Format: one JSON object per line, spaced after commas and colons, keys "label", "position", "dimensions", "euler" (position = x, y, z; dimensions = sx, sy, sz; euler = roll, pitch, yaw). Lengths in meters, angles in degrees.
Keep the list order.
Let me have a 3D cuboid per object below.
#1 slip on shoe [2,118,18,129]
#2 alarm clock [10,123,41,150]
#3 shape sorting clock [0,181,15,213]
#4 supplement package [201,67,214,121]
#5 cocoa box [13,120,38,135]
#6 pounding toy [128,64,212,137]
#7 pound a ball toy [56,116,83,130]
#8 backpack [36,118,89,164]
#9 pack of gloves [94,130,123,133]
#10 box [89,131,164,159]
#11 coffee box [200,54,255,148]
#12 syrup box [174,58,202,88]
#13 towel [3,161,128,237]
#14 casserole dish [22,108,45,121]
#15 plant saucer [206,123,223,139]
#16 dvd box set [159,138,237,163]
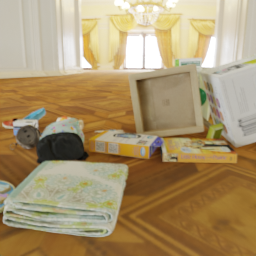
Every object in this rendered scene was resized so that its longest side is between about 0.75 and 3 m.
{"label": "slip on shoe", "position": [-4.928, -0.210, 12.171], "dimensions": [1.466, 0.449, 0.543], "euler": [5, 15, 34]}
{"label": "alarm clock", "position": [-3.539, 0.366, 9.614], "dimensions": [1.182, 0.798, 0.394], "euler": [-35, -18, -6]}
{"label": "shape sorting clock", "position": [-3.546, 1.562, 5.804], "dimensions": [2.283, 0.448, 2.283], "euler": [0, 15, 0]}
{"label": "supplement package", "position": [3.412, -1.742, 13.875], "dimensions": [1.383, 2.495, 1.943], "euler": [5, 16, 19]}
{"label": "cocoa box", "position": [-4.134, -0.012, 11.328], "dimensions": [0.818, 0.536, 0.545], "euler": [1, 15, 4]}
{"label": "pounding toy", "position": [1.824, -0.828, 10.609], "dimensions": [2.985, 2.748, 2.122], "euler": [-7, 6, 11]}
{"label": "pound a ball toy", "position": [-2.360, -0.068, 11.219], "dimensions": [1.085, 0.707, 1.665], "euler": [-2, 16, -7]}
{"label": "backpack", "position": [-1.975, 0.388, 8.735], "dimensions": [1.531, 1.161, 1.835], "euler": [-3, 13, -3]}
{"label": "pack of gloves", "position": [-0.780, 0.210, 11.374], "dimensions": [0.924, 0.182, 0.777], "euler": [-5, 6, -32]}
{"label": "box", "position": [0.004, 0.536, 9.321], "dimensions": [2.286, 0.474, 1.361], "euler": [8, 14, 17]}
{"label": "coffee box", "position": [4.521, -1.171, 10.428], "dimensions": [2.607, 2.603, 2.578], "euler": [-18, 15, 5]}
{"label": "syrup box", "position": [2.604, -1.543, 12.310], "dimensions": [1.142, 2.900, 1.181], "euler": [1, 9, 10]}
{"label": "towel", "position": [-1.198, 1.400, 6.182], "dimensions": [2.173, 0.611, 2.539], "euler": [4, 16, 4]}
{"label": "casserole dish", "position": [-4.231, -0.461, 12.499], "dimensions": [1.453, 0.282, 0.880], "euler": [-17, 25, 38]}
{"label": "plant saucer", "position": [3.133, 0.248, 10.063], "dimensions": [0.768, 0.769, 0.184], "euler": [-13, 34, -38]}
{"label": "dvd box set", "position": [2.171, 0.698, 9.131], "dimensions": [2.235, 0.329, 1.636], "euler": [1, 14, 3]}
